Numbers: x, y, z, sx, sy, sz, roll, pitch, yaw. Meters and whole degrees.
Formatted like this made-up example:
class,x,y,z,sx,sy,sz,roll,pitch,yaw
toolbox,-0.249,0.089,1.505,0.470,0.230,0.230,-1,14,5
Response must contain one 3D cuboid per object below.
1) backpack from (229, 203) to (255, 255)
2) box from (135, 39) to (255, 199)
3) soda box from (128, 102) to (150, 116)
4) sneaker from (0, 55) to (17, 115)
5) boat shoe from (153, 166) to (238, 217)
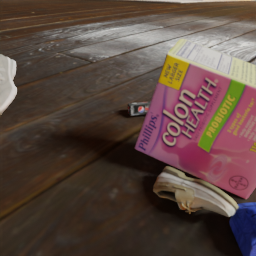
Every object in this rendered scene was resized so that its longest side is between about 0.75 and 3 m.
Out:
class,x,y,z,sx,sy,sz,roll,pitch,yaw
backpack,2.324,1.749,4.983,0.768,0.793,0.945,4,27,-7
box,1.856,-0.207,6.067,2.727,2.399,1.319,25,36,10
soda box,0.581,-0.659,9.337,1.136,0.360,0.402,-5,14,-10
sneaker,-4.506,-1.480,9.282,1.209,1.102,2.949,30,27,-41
boat shoe,1.264,1.380,5.604,0.636,0.695,1.860,-48,31,-18
